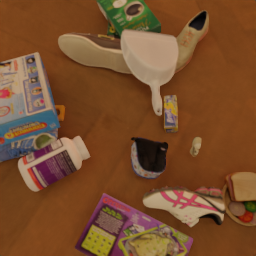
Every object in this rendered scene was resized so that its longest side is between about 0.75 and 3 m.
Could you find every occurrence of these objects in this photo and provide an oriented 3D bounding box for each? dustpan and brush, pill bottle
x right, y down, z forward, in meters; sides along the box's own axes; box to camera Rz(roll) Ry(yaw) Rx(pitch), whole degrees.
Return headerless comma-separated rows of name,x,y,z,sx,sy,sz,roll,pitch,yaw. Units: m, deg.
dustpan and brush,0.826,-1.768,8.944,2.000,0.820,2.866,1,58,-18
pill bottle,-2.041,0.941,7.885,1.816,1.021,1.021,-27,67,-12

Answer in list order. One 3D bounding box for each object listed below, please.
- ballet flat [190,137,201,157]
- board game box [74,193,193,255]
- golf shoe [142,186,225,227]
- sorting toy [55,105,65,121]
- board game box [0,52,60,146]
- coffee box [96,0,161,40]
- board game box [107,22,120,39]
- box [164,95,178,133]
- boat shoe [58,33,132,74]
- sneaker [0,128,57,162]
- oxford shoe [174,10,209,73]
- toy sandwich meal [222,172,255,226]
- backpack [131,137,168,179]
ballet flat,1.931,0.546,7.876,0.260,0.772,0.241,-12,55,-7
board game box,0.160,3.001,7.264,2.648,0.428,1.589,25,71,11
golf shoe,1.486,2.087,7.453,2.203,0.800,1.015,1,65,1
sorting toy,-3.533,-0.477,8.915,2.956,0.403,1.665,-12,65,-6
board game box,-3.741,-0.811,8.361,2.806,0.801,2.866,-18,51,-8
coffee box,0.000,-4.078,10.173,1.448,0.518,2.355,-31,70,-3
board game box,-0.073,-4.508,10.944,1.356,0.304,2.588,3,64,-1
box,1.354,-0.445,8.879,0.407,0.373,1.161,-4,64,13
boat shoe,-0.921,-2.722,9.684,2.934,1.054,0.873,16,51,8
sneaker,-3.024,0.440,8.156,2.054,0.778,0.791,-28,39,-11
oxford shoe,2.001,-3.048,9.778,0.869,0.906,2.455,29,80,13
toy sandwich meal,3.288,1.909,7.696,1.496,0.512,1.496,0,64,0
backpack,0.550,0.894,7.890,1.113,0.858,1.061,10,46,-12
